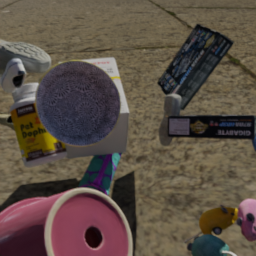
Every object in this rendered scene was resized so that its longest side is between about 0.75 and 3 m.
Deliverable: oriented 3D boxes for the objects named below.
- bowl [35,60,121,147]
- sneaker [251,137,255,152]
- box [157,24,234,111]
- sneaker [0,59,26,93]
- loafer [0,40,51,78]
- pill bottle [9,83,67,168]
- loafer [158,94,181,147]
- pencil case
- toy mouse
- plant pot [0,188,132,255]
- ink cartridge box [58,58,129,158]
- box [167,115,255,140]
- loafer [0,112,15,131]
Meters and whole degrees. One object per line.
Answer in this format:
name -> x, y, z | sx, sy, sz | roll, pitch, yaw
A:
bowl -> -1.276, -0.540, 6.884 | 2.028, 2.028, 0.952 | -18, 4, -23
sneaker -> 4.092, 0.604, 7.449 | 0.854, 0.950, 2.311 | 12, 28, -8
box -> 2.181, -2.186, 9.802 | 0.615, 2.675, 2.126 | 27, 20, -20
sneaker -> -2.781, -1.121, 6.763 | 0.465, 1.273, 0.451 | -17, 75, -33
loafer -> -3.201, -1.790, 7.453 | 2.732, 0.953, 0.955 | 18, 31, 23
pill bottle -> -2.502, -0.068, 7.686 | 1.175, 2.150, 1.175 | -17, -3, -1
loafer -> 1.207, -0.198, 7.805 | 0.518, 1.484, 0.519 | -4, 22, -39
pencil case -> -0.874, 1.373, 9.332 | 1.014, 1.101, 2.383 | 24, 39, -5
toy mouse -> 1.847, 1.923, 5.269 | 0.455, 2.353, 2.091 | 54, 14, 4
plant pot -> -1.037, 1.880, 4.186 | 2.118, 1.895, 2.118 | 27, 42, -27
ink cartridge box -> -1.186, -0.704, 9.223 | 1.973, 1.939, 2.680 | -6, 50, -9
box -> 2.223, -0.044, 7.080 | 1.865, 0.540, 2.347 | 1, 2, 25
loafer -> -4.100, -0.285, 9.650 | 1.195, 0.408, 0.452 | 24, 46, 16
